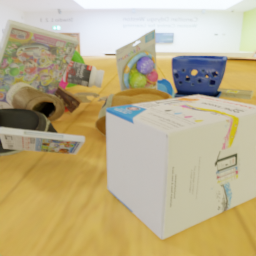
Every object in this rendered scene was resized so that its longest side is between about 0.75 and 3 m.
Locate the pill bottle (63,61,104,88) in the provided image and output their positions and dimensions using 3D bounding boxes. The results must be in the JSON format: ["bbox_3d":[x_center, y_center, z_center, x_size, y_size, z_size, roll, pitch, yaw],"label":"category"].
[{"bbox_3d":[-1.682,-2.006,10.669,1.435,0.831,0.831,11,16,-8],"label":"pill bottle"}]

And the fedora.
[{"bbox_3d":[0.380,-0.430,7.432,2.592,1.057,2.592,-2,22,1],"label":"fedora"}]

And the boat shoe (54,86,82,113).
[{"bbox_3d":[-2.188,-1.019,9.134,1.597,0.562,0.562,33,-6,36],"label":"boat shoe"}]

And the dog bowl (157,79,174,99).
[{"bbox_3d":[0.882,-1.382,10.601,1.946,1.085,0.482,21,3,32],"label":"dog bowl"}]

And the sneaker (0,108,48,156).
[{"bbox_3d":[-2.968,-0.020,5.592,2.535,0.948,1.346,-11,-22,-10],"label":"sneaker"}]

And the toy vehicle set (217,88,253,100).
[{"bbox_3d":[4.711,-1.561,12.667,1.687,0.224,1.048,10,20,28],"label":"toy vehicle set"}]

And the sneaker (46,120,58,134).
[{"bbox_3d":[-2.107,0.108,6.664,0.819,0.435,0.306,-13,40,23],"label":"sneaker"}]

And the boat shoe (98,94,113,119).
[{"bbox_3d":[-0.658,-0.588,8.522,0.337,0.945,0.296,27,-17,-15],"label":"boat shoe"}]

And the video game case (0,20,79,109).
[{"bbox_3d":[-2.644,-1.435,7.517,1.870,2.612,0.235,1,44,-45],"label":"video game case"}]

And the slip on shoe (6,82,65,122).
[{"bbox_3d":[-2.276,-0.529,7.651,0.738,0.926,2.436,34,-4,14],"label":"slip on shoe"}]

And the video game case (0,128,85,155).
[{"bbox_3d":[-1.637,0.283,5.358,1.441,0.130,1.032,7,-21,-18],"label":"video game case"}]

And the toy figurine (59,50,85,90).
[{"bbox_3d":[-3.583,-2.311,12.923,2.832,2.126,2.606,-22,23,17],"label":"toy figurine"}]

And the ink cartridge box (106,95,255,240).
[{"bbox_3d":[0.883,0.384,4.342,2.016,1.458,1.484,-11,20,-31],"label":"ink cartridge box"}]

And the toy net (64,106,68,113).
[{"bbox_3d":[-2.785,-0.522,9.126,1.226,0.451,2.336,28,32,30],"label":"toy net"}]

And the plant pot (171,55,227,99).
[{"bbox_3d":[2.881,-1.977,11.355,2.010,1.807,2.010,6,18,21],"label":"plant pot"}]

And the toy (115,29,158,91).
[{"bbox_3d":[0.466,-1.420,8.297,1.452,2.522,0.595,-36,56,-23],"label":"toy"}]

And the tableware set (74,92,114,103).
[{"bbox_3d":[-1.032,-1.048,10.117,2.542,0.295,2.123,4,12,11],"label":"tableware set"}]
